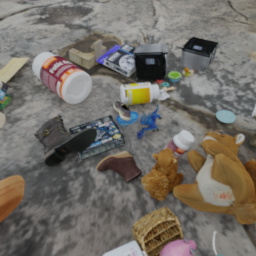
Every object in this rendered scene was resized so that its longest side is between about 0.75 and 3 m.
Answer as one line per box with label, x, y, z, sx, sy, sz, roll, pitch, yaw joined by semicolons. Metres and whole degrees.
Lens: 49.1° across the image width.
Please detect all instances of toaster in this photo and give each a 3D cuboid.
toaster;3.514;-3.774;14.149;1.742;1.034;1.575;21;48;20
toaster;1.110;-3.015;12.894;1.642;1.485;0.974;1;44;12

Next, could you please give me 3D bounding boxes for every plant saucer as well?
plant saucer;-3.671;2.269;7.077;0.492;2.626;2.626;47;57;6
plant saucer;3.943;-0.417;11.351;0.774;0.149;0.774;0;45;0

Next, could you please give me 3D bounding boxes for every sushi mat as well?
sushi mat;-5.803;-2.785;13.622;1.098;0.139;2.295;3;44;18

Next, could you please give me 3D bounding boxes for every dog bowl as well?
dog bowl;-0.024;-0.348;11.223;0.929;0.230;0.518;-19;47;-19

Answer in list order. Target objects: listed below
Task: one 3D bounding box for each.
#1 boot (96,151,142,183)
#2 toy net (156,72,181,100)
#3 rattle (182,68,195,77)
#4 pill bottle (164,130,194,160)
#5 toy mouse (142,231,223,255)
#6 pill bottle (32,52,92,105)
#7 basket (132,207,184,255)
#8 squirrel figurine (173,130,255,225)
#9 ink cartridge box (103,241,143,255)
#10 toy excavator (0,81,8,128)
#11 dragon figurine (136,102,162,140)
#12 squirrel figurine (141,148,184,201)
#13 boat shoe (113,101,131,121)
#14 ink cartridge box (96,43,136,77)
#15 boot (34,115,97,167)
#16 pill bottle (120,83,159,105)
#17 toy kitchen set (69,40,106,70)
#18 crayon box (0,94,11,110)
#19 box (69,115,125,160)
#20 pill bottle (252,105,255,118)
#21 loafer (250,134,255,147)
boot;-0.305;1.380;9.299;1.276;0.462;1.062;-25;55;-16
toy net;1.655;-1.982;12.789;1.020;0.375;1.944;19;48;19
rattle;2.982;-2.830;13.571;0.756;0.540;0.492;-31;34;-20
pill bottle;1.677;0.638;9.489;0.620;1.131;0.620;24;36;-19
toy mouse;1.760;3.414;6.843;2.674;0.517;2.376;33;55;19
pill bottle;-2.943;-2.252;12.248;1.491;1.491;2.611;-35;55;-30
basket;0.826;2.816;7.526;1.223;0.873;0.911;-21;47;-20
squirrel figurine;3.140;1.362;8.596;2.814;1.991;2.626;33;34;1
ink cartridge box;-0.449;4.017;6.547;2.332;0.665;1.896;-15;46;-21
toy excavator;-5.690;-1.017;11.202;2.405;1.235;2.473;-3;65;22
dragon figurine;0.792;-0.307;10.567;0.818;0.484;1.645;17;81;-30
squirrel figurine;1.070;1.397;8.569;1.077;1.420;1.522;20;49;19
boat shoe;-0.191;-0.774;11.181;0.512;0.461;1.423;15;24;-25
ink cartridge box;-0.290;-3.570;14.193;1.984;0.430;1.965;28;51;16
boot;-2.329;0.156;9.999;2.244;0.777;1.953;-30;45;0
pill bottle;0.488;-1.458;11.904;1.585;0.866;0.866;-7;45;-7
toy kitchen set;-2.033;-4.001;14.201;1.315;1.189;1.458;28;51;20
crayon box;-5.437;-1.129;12.010;0.471;0.231;0.793;8;46;10
box;-1.163;0.311;10.386;1.753;0.403;1.393;-20;48;-16
pill bottle;5.529;-0.549;11.205;0.983;0.537;0.537;20;48;20
loafer;5.101;0.268;10.325;1.483;0.564;0.500;-36;88;-18
